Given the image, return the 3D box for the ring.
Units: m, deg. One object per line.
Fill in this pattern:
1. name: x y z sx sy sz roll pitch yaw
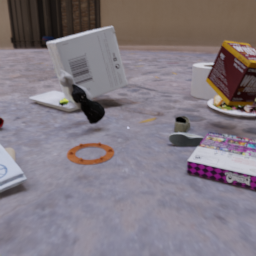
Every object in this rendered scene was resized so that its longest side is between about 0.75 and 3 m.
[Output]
1. ring: -1.110 0.711 8.291 1.403 0.135 1.403 0 20 0

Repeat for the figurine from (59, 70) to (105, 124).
1. figurine: -1.684 -1.143 9.658 0.720 1.633 1.673 -40 54 -4

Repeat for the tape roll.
1. tape roll: 4.495 -2.461 14.634 2.324 1.596 2.324 0 21 0

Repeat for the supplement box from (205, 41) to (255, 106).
1. supplement box: 3.600 -1.781 9.174 1.023 1.540 1.519 -1 40 -21

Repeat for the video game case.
1. video game case: 3.110 0.847 7.445 2.534 0.454 2.297 10 23 26

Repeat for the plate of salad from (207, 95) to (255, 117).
1. plate of salad: 5.010 -1.118 12.358 2.898 0.696 2.898 0 20 0

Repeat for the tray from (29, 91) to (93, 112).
1. tray: -3.170 -1.239 13.171 2.904 0.322 1.559 15 27 35

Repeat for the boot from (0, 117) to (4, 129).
1. boot: -5.594 -0.164 9.798 1.524 0.728 2.018 17 27 32

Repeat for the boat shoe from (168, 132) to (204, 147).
1. boat shoe: 1.834 0.360 8.862 1.150 0.424 0.369 3 14 -3

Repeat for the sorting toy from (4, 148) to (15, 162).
1. sorting toy: -3.871 0.923 7.499 1.561 0.285 1.445 -8 22 -20

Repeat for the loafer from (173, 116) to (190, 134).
1. loafer: 1.958 -0.175 10.065 0.574 0.532 1.527 5 21 12

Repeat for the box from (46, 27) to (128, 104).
1. box: -1.805 -2.833 12.545 2.715 2.701 1.774 -24 25 -20

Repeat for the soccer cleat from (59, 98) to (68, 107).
1. soccer cleat: -2.763 -1.154 12.017 0.291 0.377 0.900 22 -13 -26

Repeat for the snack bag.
1. snack bag: -4.264 1.152 6.555 2.942 0.315 2.774 -23 34 -33
